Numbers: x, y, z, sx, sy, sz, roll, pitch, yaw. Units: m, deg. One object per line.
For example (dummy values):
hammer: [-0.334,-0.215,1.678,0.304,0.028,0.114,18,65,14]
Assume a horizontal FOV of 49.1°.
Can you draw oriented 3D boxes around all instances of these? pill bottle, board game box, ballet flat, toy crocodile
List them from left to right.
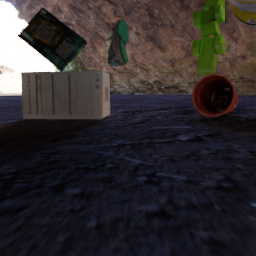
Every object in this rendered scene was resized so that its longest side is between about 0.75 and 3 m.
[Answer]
board game box: [-1.883,-2.182,6.909,1.454,0.983,0.205,39,-5,9]
ballet flat: [-0.474,-3.166,10.406,0.892,0.892,2.479,0,51,1]
toy crocodile: [2.516,-2.844,8.536,0.888,2.630,0.812,-3,-15,35]
pill bottle: [2.907,-3.355,6.247,1.448,1.448,2.534,4,2,28]

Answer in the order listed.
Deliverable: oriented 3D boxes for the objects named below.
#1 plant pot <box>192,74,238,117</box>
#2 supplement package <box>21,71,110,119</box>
plant pot: [3.693,-1.229,11.439,1.643,1.643,1.598,5,1,33]
supplement package: [-2.195,-1.206,10.276,2.852,1.673,1.667,1,8,5]
